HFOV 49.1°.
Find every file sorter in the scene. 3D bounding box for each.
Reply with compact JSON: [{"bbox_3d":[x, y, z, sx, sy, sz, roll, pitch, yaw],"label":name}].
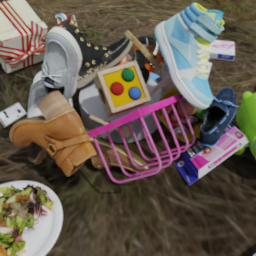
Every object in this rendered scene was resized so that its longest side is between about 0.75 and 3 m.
[{"bbox_3d":[0.516,0.259,7.325,1.667,1.504,2.399,-22,2,36],"label":"file sorter"}]

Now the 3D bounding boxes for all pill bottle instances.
[{"bbox_3d":[-2.677,-0.827,9.692,1.484,1.484,2.606,-8,44,-8],"label":"pill bottle"}]

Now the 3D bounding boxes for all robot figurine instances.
[{"bbox_3d":[4.258,0.043,8.138,2.578,1.700,2.938,-18,40,13],"label":"robot figurine"}]

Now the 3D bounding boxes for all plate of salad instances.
[{"bbox_3d":[-2.986,2.321,6.942,2.649,0.636,2.649,-1,43,1],"label":"plate of salad"}]

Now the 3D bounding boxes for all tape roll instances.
[{"bbox_3d":[-0.246,-0.820,10.065,2.946,0.973,2.946,0,44,0],"label":"tape roll"}]

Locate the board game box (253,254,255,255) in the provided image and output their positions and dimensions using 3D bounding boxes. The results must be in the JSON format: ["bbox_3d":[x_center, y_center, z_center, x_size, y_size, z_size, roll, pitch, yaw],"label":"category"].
[{"bbox_3d":[3.379,3.924,5.403,2.927,0.379,2.926,-23,48,-22],"label":"board game box"}]

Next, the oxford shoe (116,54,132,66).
[{"bbox_3d":[-0.219,-3.227,13.046,0.700,0.685,1.921,22,30,-24],"label":"oxford shoe"}]

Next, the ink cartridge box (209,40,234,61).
[{"bbox_3d":[4.302,-4.040,13.955,1.865,0.411,1.900,9,45,10],"label":"ink cartridge box"}]

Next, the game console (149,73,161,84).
[{"bbox_3d":[0.960,-2.155,12.097,1.047,0.163,0.926,34,53,30],"label":"game console"}]

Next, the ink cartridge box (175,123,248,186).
[{"bbox_3d":[2.304,0.675,8.091,2.055,0.381,0.973,-40,37,8],"label":"ink cartridge box"}]

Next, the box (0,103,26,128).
[{"bbox_3d":[-3.660,-0.406,8.795,0.768,0.231,0.448,-40,101,-37],"label":"box"}]

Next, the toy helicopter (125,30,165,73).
[{"bbox_3d":[0.420,-2.305,8.077,0.553,1.403,0.928,-40,33,20],"label":"toy helicopter"}]

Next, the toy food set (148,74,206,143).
[{"bbox_3d":[1.716,-0.403,8.554,1.507,2.561,0.836,-34,32,16],"label":"toy food set"}]

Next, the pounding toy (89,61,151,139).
[{"bbox_3d":[-0.284,-0.687,8.143,1.755,0.914,1.998,-20,88,-16],"label":"pounding toy"}]

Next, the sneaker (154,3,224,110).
[{"bbox_3d":[1.848,-1.918,7.079,1.050,1.724,2.641,-16,79,-51],"label":"sneaker"}]

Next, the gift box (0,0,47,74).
[{"bbox_3d":[-4.902,-3.973,12.081,2.312,2.506,2.340,-32,77,-24],"label":"gift box"}]

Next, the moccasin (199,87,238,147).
[{"bbox_3d":[2.590,-0.413,7.887,0.822,0.697,2.043,8,58,31],"label":"moccasin"}]

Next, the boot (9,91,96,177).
[{"bbox_3d":[-1.932,0.424,6.971,1.811,2.340,0.862,57,38,3],"label":"boot"}]

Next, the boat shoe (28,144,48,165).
[{"bbox_3d":[-2.462,0.560,8.232,0.400,0.378,1.111,29,77,32],"label":"boat shoe"}]

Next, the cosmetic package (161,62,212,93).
[{"bbox_3d":[1.762,-1.568,8.908,1.389,1.842,0.476,27,70,17],"label":"cosmetic package"}]

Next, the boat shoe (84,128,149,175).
[{"bbox_3d":[-0.695,0.810,8.443,2.670,0.902,0.961,25,2,7],"label":"boat shoe"}]

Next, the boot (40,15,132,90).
[{"bbox_3d":[-1.397,-2.883,9.687,2.806,2.112,1.027,-37,27,-4],"label":"boot"}]

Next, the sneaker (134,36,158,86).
[{"bbox_3d":[0.475,-2.021,10.054,0.958,1.027,2.591,16,69,16],"label":"sneaker"}]

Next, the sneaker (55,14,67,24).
[{"bbox_3d":[-2.361,-3.713,10.339,1.046,0.396,0.403,62,30,1],"label":"sneaker"}]

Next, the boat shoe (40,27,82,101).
[{"bbox_3d":[-1.858,-1.412,7.506,0.922,2.643,0.941,24,58,3],"label":"boat shoe"}]
